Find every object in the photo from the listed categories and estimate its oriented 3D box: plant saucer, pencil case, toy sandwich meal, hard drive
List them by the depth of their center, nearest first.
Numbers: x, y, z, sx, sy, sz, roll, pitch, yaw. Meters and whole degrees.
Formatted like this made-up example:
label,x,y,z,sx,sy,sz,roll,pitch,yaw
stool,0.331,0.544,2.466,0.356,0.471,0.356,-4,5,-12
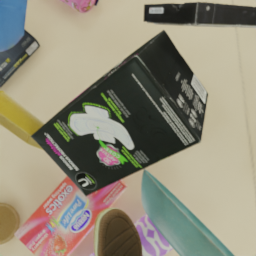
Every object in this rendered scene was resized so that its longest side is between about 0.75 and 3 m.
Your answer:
label,x,y,z,sx,sy,sz,roll,pitch,yaw
plant saucer,1.141,1.895,4.840,2.858,2.858,0.514,44,89,7
plant saucer,-2.381,-0.207,5.823,1.738,1.739,0.421,44,69,-31
hard drive,1.689,-2.404,6.024,2.288,1.598,0.433,-13,116,-32
pencil case,-0.069,3.181,7.218,2.925,1.228,1.250,-34,57,-7
toy sandwich meal,-3.586,2.637,7.738,1.223,0.419,1.223,2,76,-8
pencil case,-2.081,-4.688,8.755,2.529,1.047,1.094,37,44,7

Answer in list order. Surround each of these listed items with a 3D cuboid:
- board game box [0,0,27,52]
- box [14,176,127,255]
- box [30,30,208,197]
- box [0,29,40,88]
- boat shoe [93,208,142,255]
label,x,y,z,sx,sy,sz,roll,pitch,yaw
board game box,-3.112,-2.904,6.494,0.428,1.736,2.197,22,113,15
box,-1.371,2.122,7.362,1.380,1.273,2.690,42,82,7
box,-0.084,-0.254,5.386,2.658,1.974,1.652,-30,105,31
box,-4.063,-2.363,8.564,1.680,0.544,2.131,40,82,8
boat shoe,-0.167,1.817,3.785,0.618,0.657,1.725,-17,104,-25
